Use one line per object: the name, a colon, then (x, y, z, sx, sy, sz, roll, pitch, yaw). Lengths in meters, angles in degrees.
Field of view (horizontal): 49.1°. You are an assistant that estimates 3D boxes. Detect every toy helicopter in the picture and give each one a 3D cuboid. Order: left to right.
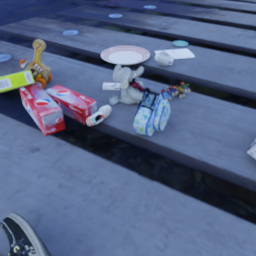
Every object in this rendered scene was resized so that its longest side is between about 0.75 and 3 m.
toy helicopter: (-4.099, -2.878, 12.311, 1.464, 2.213, 0.873, 20, 37, -3)

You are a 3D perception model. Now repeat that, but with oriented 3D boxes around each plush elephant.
plush elephant: (0.096, -1.843, 11.403, 1.983, 1.535, 1.633, -14, 37, -17)

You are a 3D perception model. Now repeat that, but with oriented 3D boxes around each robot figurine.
robot figurine: (1.825, -3.573, 14.443, 1.015, 0.861, 0.573, 22, 52, 7)

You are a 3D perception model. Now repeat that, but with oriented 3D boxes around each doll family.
doll family: (1.965, -1.572, 11.973, 1.340, 0.526, 0.775, -10, 44, -11)

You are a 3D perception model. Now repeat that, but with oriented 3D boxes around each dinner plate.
dinner plate: (-0.158, -3.929, 15.394, 2.672, 0.324, 2.672, 1, 36, -1)

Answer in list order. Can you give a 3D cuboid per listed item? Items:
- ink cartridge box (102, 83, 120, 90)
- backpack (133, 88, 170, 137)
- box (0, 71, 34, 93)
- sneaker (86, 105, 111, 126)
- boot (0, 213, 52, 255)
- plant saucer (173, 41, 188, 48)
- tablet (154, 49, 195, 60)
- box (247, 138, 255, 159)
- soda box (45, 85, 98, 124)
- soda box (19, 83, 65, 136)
ink cartridge box: (-0.744, -1.960, 12.792, 0.777, 0.174, 0.684, 2, 37, 3)
backpack: (0.811, -0.414, 9.599, 1.036, 1.290, 1.410, 22, 78, 20)
box: (-4.955, -1.845, 11.639, 1.492, 0.583, 2.447, -22, 14, -27)
sneaker: (-0.965, -0.450, 10.317, 1.216, 0.428, 0.569, -37, 22, -34)
boot: (-2.439, 3.007, 5.236, 2.086, 0.997, 2.762, -29, 45, -31)
plant saucer: (3.187, -5.101, 17.144, 0.907, 0.163, 0.907, 0, 35, 0)
tablet: (2.618, -4.191, 15.914, 2.007, 0.137, 1.306, -6, 36, -10)
box: (4.637, 0.461, 8.718, 1.143, 0.589, 1.960, 41, 49, 15)
soda box: (-2.253, -0.951, 10.936, 2.228, 0.706, 0.780, 23, 42, 30)
soda box: (-3.263, -0.747, 10.503, 0.790, 0.872, 2.490, -22, 41, -27)
